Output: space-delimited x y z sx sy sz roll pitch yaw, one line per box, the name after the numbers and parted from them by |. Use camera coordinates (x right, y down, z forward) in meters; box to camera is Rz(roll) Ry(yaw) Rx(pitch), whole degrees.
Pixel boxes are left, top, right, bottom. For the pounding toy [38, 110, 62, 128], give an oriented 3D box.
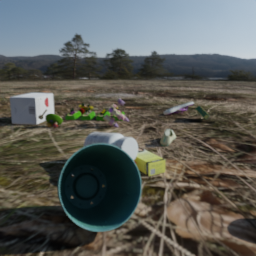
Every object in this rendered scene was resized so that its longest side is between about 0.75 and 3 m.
-3.330 -0.267 12.018 0.981 0.455 0.757 32 -41 -31 | pounding toy

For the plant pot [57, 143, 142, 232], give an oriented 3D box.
-0.594 0.999 4.821 1.346 1.346 1.080 -6 -8 -23 | plant pot

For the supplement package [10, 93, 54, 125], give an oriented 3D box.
-4.522 -0.970 13.421 1.232 1.247 2.058 2 13 7 | supplement package

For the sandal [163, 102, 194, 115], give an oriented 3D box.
2.757 -0.959 15.279 1.918 0.471 0.780 -19 4 -22 | sandal

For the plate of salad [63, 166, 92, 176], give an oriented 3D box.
-0.964 0.943 6.906 1.330 0.319 1.330 -2 5 0 | plate of salad

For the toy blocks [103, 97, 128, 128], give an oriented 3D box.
-0.352 -0.608 12.343 1.027 1.220 1.140 35 6 -4 | toy blocks

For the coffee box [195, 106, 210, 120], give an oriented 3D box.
3.568 -0.738 13.503 0.688 0.246 1.119 47 11 5 | coffee box

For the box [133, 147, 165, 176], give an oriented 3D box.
0.344 0.840 7.504 0.555 0.369 1.474 -8 16 -30 | box

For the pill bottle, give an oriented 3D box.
-0.460 0.535 7.422 1.400 0.800 0.800 2 11 43 | pill bottle

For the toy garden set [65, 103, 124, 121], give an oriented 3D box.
-1.588 -0.884 14.572 2.789 0.557 2.325 1 13 4 | toy garden set

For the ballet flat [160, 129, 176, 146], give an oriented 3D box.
1.416 0.269 9.818 0.467 0.467 1.344 3 13 15 | ballet flat
